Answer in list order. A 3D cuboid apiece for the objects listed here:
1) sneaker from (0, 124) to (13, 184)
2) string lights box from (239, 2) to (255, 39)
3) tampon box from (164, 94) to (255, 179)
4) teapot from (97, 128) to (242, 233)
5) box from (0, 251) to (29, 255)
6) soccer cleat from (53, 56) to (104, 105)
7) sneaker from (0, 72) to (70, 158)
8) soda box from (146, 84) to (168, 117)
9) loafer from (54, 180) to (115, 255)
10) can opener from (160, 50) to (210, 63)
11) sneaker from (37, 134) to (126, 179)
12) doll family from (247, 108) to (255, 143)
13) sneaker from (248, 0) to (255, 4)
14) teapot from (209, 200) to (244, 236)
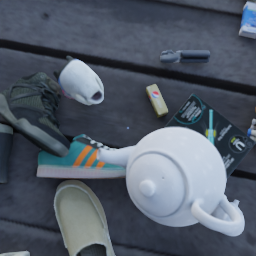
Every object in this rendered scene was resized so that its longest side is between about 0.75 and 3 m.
[{"bbox_3d":[-4.305,0.685,6.734,2.833,1.059,1.505,-1,77,-1],"label":"sneaker"},{"bbox_3d":[3.515,-3.075,7.996,0.481,0.276,0.936,14,78,3],"label":"string lights box"},{"bbox_3d":[1.761,0.319,6.728,1.768,1.116,1.325,40,87,7],"label":"tampon box"},{"bbox_3d":[0.764,1.009,5.323,2.123,1.550,2.095,-25,80,32],"label":"teapot"},{"bbox_3d":[-2.625,3.957,6.086,0.753,0.904,2.201,-6,79,-2],"label":"box"},{"bbox_3d":[-1.008,-0.869,6.420,1.023,2.370,0.828,42,90,-1],"label":"soccer cleat"},{"bbox_3d":[-2.044,-0.464,6.676,2.786,1.065,1.596,33,73,37],"label":"sneaker"},{"bbox_3d":[0.767,-0.721,7.465,0.283,0.268,0.837,-21,78,-5],"label":"soda box"},{"bbox_3d":[-0.920,2.475,6.382,1.053,0.950,2.783,-25,78,-6],"label":"loafer"},{"bbox_3d":[1.542,-1.868,7.598,1.341,0.358,0.448,2,49,4],"label":"can opener"},{"bbox_3d":[-0.820,0.675,6.786,2.738,0.977,1.094,1,78,-1],"label":"sneaker"},{"bbox_3d":[3.698,-0.261,6.880,1.101,0.799,1.774,18,112,30],"label":"doll family"},{"bbox_3d":[4.197,-3.721,8.002,1.592,0.553,0.792,42,80,9],"label":"sneaker"},{"bbox_3d":[2.325,2.032,6.493,0.843,0.854,0.624,11,106,-13],"label":"teapot"}]
